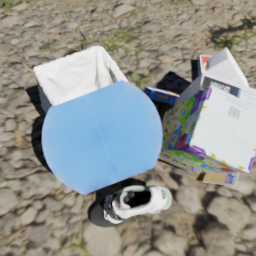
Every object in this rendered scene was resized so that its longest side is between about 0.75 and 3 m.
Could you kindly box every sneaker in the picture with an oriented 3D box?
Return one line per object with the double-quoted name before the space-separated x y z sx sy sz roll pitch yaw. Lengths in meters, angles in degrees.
"sneaker" -0.169 1.959 7.298 2.384 1.055 0.883 -25 59 20

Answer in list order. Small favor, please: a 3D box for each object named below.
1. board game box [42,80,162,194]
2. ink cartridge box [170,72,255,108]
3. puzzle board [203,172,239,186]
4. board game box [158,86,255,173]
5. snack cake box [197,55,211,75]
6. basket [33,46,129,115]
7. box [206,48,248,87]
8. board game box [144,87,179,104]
"board game box" -0.584 0.234 6.660 2.770 0.539 2.189 -21 80 -1
"ink cartridge box" 2.824 -0.426 8.134 2.742 2.775 0.652 16 73 -5
"puzzle board" 2.892 1.222 8.414 0.944 0.109 1.253 0 40 39
"board game box" 1.850 0.234 7.291 1.505 2.870 1.478 24 78 -8
"snack cake box" 3.181 -2.111 10.809 0.852 0.498 1.482 3 56 4
"basket" -1.234 -0.800 8.193 2.220 1.786 2.200 -26 70 -23
"box" 2.965 -1.547 8.354 0.691 1.299 0.989 -30 21 30
"board game box" 1.170 -1.110 9.679 1.070 0.305 1.093 11 13 -13
